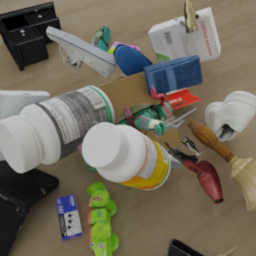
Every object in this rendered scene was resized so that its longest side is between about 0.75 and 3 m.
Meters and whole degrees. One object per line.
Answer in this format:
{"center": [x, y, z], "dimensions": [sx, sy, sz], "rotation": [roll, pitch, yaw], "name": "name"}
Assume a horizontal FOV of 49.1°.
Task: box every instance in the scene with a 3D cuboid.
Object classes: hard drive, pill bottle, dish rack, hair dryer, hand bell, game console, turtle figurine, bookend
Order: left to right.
{"center": [-3.696, 2.048, 7.865], "dimensions": [2.648, 1.541, 2.329], "rotation": [20, 21, 16], "name": "game console"}
{"center": [-2.940, -0.041, 7.510], "dimensions": [1.311, 1.989, 0.261], "rotation": [-7, 36, -48], "name": "hard drive"}
{"center": [-4.130, -4.243, 12.696], "dimensions": [2.822, 1.308, 2.840], "rotation": [-24, 53, -19], "name": "bookend"}
{"center": [-1.790, -0.018, 7.234], "dimensions": [1.542, 1.542, 2.727], "rotation": [37, 44, 28], "name": "pill bottle"}
{"center": [0.003, 0.645, 6.174], "dimensions": [1.206, 2.172, 1.206], "rotation": [-11, 67, 27], "name": "pill bottle"}
{"center": [0.247, 0.144, 7.256], "dimensions": [2.937, 2.199, 1.479], "rotation": [-26, 65, 0], "name": "turtle figurine"}
{"center": [1.780, 1.151, 7.431], "dimensions": [2.026, 0.550, 1.543], "rotation": [50, 31, 19], "name": "hair dryer"}
{"center": [1.373, 3.509, 5.379], "dimensions": [2.033, 0.723, 2.650], "rotation": [26, 15, 15], "name": "dish rack"}
{"center": [2.663, 0.743, 7.533], "dimensions": [1.433, 1.433, 2.752], "rotation": [-33, 65, -25], "name": "hand bell"}

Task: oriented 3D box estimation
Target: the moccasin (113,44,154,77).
{"center": [0.348, -1.937, 9.181], "dimensions": [0.946, 2.352, 0.802], "rotation": [-41, 41, 17], "name": "moccasin"}

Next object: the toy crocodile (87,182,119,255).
{"center": [-0.715, 2.392, 7.169], "dimensions": [0.730, 0.798, 2.365], "rotation": [-15, 45, 7], "name": "toy crocodile"}

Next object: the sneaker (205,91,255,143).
{"center": [2.830, -0.091, 8.399], "dimensions": [1.069, 2.842, 1.258], "rotation": [21, 79, 5], "name": "sneaker"}

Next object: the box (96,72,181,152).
{"center": [0.388, -0.299, 8.609], "dimensions": [2.176, 2.661, 0.283], "rotation": [-21, 9, -22], "name": "box"}

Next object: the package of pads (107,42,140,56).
{"center": [-0.205, -3.282, 12.428], "dimensions": [1.281, 0.437, 0.990], "rotation": [16, 51, 13], "name": "package of pads"}

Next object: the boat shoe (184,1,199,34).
{"center": [2.216, -3.859, 9.725], "dimensions": [0.495, 0.466, 1.301], "rotation": [-4, 74, 9], "name": "boat shoe"}

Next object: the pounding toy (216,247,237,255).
{"center": [2.602, 3.322, 6.611], "dimensions": [0.739, 0.444, 0.957], "rotation": [-18, 51, -15], "name": "pounding toy"}

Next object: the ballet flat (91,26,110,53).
{"center": [-1.332, -3.765, 12.759], "dimensions": [0.864, 0.864, 2.328], "rotation": [5, 47, 5], "name": "ballet flat"}

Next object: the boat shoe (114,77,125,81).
{"center": [-0.193, -1.121, 9.536], "dimensions": [0.813, 2.202, 0.814], "rotation": [-28, 87, 3], "name": "boat shoe"}

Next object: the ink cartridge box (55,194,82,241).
{"center": [-1.606, 2.394, 7.556], "dimensions": [0.531, 0.250, 1.130], "rotation": [-13, 50, -12], "name": "ink cartridge box"}

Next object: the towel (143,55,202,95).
{"center": [1.337, -1.528, 8.228], "dimensions": [1.672, 0.933, 0.406], "rotation": [-14, 24, 2], "name": "towel"}

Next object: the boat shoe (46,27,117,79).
{"center": [-1.798, -2.538, 10.081], "dimensions": [2.848, 1.214, 1.052], "rotation": [27, 14, 1], "name": "boat shoe"}

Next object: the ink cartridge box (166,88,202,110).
{"center": [1.295, -1.364, 10.230], "dimensions": [1.801, 0.532, 2.250], "rotation": [-19, 32, -17], "name": "ink cartridge box"}

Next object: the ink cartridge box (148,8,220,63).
{"center": [2.254, -3.421, 11.040], "dimensions": [2.398, 1.752, 1.011], "rotation": [-8, 33, 29], "name": "ink cartridge box"}

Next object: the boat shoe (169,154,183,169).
{"center": [1.181, 0.933, 8.379], "dimensions": [1.015, 0.360, 0.354], "rotation": [8, 48, 21], "name": "boat shoe"}
